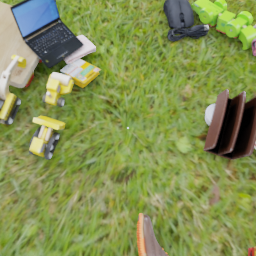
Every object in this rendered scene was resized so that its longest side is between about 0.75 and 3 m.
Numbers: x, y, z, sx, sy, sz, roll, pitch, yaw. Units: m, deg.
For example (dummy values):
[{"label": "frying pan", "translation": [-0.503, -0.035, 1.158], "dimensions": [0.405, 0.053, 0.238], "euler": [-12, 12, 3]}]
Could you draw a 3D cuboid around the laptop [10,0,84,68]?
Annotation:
[{"label": "laptop", "translation": [-2.495, -3.182, 8.965], "dimensions": [1.841, 0.951, 1.632], "euler": [46, 60, -2]}]

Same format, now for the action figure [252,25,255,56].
[{"label": "action figure", "translation": [4.748, -3.134, 9.773], "dimensions": [1.665, 1.116, 1.240], "euler": [-36, 82, -34]}]

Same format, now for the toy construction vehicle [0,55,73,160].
[{"label": "toy construction vehicle", "translation": [-2.914, -0.665, 8.254], "dimensions": [2.281, 0.923, 2.620], "euler": [20, 81, 6]}]

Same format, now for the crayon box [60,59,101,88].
[{"label": "crayon box", "translation": [-1.575, -1.848, 9.478], "dimensions": [1.274, 0.329, 0.801], "euler": [31, 66, 33]}]

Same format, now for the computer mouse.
[{"label": "computer mouse", "translation": [2.072, -4.439, 10.846], "dimensions": [1.589, 0.605, 2.295], "euler": [-11, 63, -5]}]

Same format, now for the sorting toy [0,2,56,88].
[{"label": "sorting toy", "translation": [-4.266, -2.768, 9.582], "dimensions": [2.838, 0.994, 2.856], "euler": [18, 64, 0]}]

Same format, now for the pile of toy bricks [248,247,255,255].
[{"label": "pile of toy bricks", "translation": [3.426, 3.905, 6.036], "dimensions": [1.535, 1.366, 2.767], "euler": [10, 63, 5]}]

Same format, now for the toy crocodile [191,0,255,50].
[{"label": "toy crocodile", "translation": [3.606, -4.027, 10.567], "dimensions": [0.979, 0.895, 2.900], "euler": [-40, 65, -18]}]

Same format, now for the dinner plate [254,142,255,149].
[{"label": "dinner plate", "translation": [4.293, -0.188, 7.743], "dimensions": [0.257, 2.120, 2.120], "euler": [17, 55, -37]}]

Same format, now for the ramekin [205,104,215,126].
[{"label": "ramekin", "translation": [2.787, -0.343, 8.835], "dimensions": [0.770, 0.359, 0.770], "euler": [0, 63, 0]}]

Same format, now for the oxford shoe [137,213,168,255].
[{"label": "oxford shoe", "translation": [0.719, 3.183, 6.739], "dimensions": [0.834, 0.816, 2.288], "euler": [-11, 74, -4]}]

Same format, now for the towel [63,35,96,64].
[{"label": "towel", "translation": [-1.900, -2.849, 10.080], "dimensions": [1.197, 0.202, 1.254], "euler": [-28, 48, -14]}]

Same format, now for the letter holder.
[{"label": "letter holder", "translation": [2.982, -0.151, 7.871], "dimensions": [0.919, 1.299, 1.827], "euler": [18, 77, -2]}]
